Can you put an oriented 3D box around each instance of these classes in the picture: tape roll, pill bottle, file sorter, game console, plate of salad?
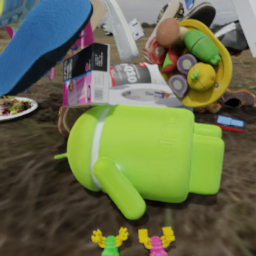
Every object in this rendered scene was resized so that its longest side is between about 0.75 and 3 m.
[{"bbox_3d":[0.531,-0.607,8.836,2.946,0.973,2.946,-1,22,0],"label":"tape roll"},{"bbox_3d":[0.139,-1.808,11.129,2.606,1.484,1.484,-10,24,-24],"label":"pill bottle"},{"bbox_3d":[-2.226,-2.217,7.632,2.399,1.504,1.667,-1,-19,0],"label":"file sorter"},{"bbox_3d":[3.214,-0.162,8.819,0.926,0.163,1.047,9,24,21],"label":"game console"},{"bbox_3d":[-4.581,-0.815,9.820,2.649,0.636,2.649,0,21,0],"label":"plate of salad"}]

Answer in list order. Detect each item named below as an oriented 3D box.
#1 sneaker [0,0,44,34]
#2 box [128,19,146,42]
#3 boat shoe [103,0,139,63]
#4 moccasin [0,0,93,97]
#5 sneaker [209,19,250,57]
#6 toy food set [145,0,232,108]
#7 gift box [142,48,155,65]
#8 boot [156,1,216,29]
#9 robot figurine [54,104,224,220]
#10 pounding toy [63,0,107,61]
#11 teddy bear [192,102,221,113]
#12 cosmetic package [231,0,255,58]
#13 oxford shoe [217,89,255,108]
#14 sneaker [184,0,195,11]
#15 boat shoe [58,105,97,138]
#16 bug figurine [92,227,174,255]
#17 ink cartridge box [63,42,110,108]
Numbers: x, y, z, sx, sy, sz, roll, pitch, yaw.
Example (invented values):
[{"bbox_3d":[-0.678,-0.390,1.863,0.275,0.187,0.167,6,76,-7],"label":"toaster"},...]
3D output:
[{"bbox_3d":[-2.130,-1.992,4.910,1.050,2.641,1.724,25,57,3],"label":"sneaker"},{"bbox_3d":[0.324,-3.871,11.113,0.448,0.768,0.231,-28,-9,23],"label":"box"},{"bbox_3d":[-0.470,-3.749,10.625,0.941,2.643,0.922,-24,1,6],"label":"boat shoe"},{"bbox_3d":[-1.367,-1.312,4.420,2.043,0.822,0.697,-36,-4,11],"label":"moccasin"},{"bbox_3d":[2.787,-2.430,7.937,2.591,1.027,0.958,-25,15,-32],"label":"sneaker"},{"bbox_3d":[1.048,-1.607,6.089,0.836,1.507,2.561,-2,52,-46],"label":"toy food set"},{"bbox_3d":[2.207,-3.596,13.806,2.312,2.506,2.340,7,48,29],"label":"gift box"},{"bbox_3d":[1.970,-4.001,10.507,1.027,2.806,2.112,14,56,-23],"label":"boot"},{"bbox_3d":[0.201,0.435,5.263,2.938,1.700,2.578,5,22,12],"label":"robot figurine"},{"bbox_3d":[-1.876,-3.182,9.162,1.755,0.914,1.998,-7,50,54],"label":"pounding toy"},{"bbox_3d":[2.561,-0.861,10.105,1.552,0.518,1.125,10,22,24],"label":"teddy bear"},{"bbox_3d":[3.542,-2.764,7.370,1.389,1.842,0.476,-10,-12,-33],"label":"cosmetic package"},{"bbox_3d":[4.003,-0.965,10.283,1.921,0.685,0.700,2,42,-24],"label":"oxford shoe"},{"bbox_3d":[1.889,-4.321,8.987,0.403,1.046,0.396,-9,12,-22],"label":"sneaker"},{"bbox_3d":[-1.634,-0.384,8.601,0.902,0.961,2.670,-29,22,17],"label":"boat shoe"},{"bbox_3d":[0.080,1.781,3.636,1.558,0.401,1.209,-3,16,3],"label":"bug figurine"},{"bbox_3d":[-0.920,-0.896,5.352,0.381,0.973,2.055,0,1,-27],"label":"ink cartridge box"}]
